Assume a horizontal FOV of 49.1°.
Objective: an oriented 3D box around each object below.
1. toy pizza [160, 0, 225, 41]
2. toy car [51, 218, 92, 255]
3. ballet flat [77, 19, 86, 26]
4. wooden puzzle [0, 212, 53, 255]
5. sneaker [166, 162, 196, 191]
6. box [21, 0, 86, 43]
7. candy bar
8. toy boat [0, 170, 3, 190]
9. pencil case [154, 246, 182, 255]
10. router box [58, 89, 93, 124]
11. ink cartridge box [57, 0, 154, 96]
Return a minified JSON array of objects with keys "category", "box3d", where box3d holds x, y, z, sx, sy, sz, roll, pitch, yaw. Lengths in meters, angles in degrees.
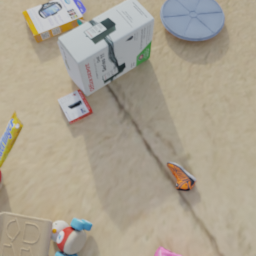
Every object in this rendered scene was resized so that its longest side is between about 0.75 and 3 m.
[{"category":"toy pizza","box3d":[2.495,-4.328,10.995,2.511,0.398,2.511,0,66,-1]},{"category":"toy car","box3d":[-1.815,2.897,7.656,1.207,1.068,1.113,20,75,21]},{"category":"ballet flat","box3d":[-1.554,-3.805,10.755,0.341,0.345,1.015,-39,93,-26]},{"category":"wooden puzzle","box3d":[-2.866,3.149,7.637,1.605,0.371,1.486,5,81,13]},{"category":"sneaker","box3d":[1.516,1.516,8.512,1.050,0.407,0.588,36,70,14]},{"category":"box","box3d":[-2.812,-4.350,10.983,2.289,0.475,1.362,-25,69,-13]},{"category":"candy bar","box3d":[-2.657,0.308,6.135,0.416,1.669,0.185,51,33,17]},{"category":"toy boat","box3d":[-4.671,1.427,8.077,1.933,1.263,1.261,15,68,6]},{"category":"pencil case","box3d":[1.539,3.693,7.351,1.785,0.836,0.810,14,47,5]},{"category":"router box","box3d":[-1.800,-0.727,9.551,0.869,0.236,0.968,-28,70,-11]},{"category":"ink cartridge box","box3d":[-0.664,-2.613,9.347,2.876,2.108,1.195,-34,72,-12]}]
